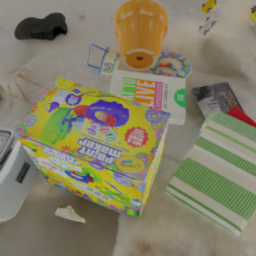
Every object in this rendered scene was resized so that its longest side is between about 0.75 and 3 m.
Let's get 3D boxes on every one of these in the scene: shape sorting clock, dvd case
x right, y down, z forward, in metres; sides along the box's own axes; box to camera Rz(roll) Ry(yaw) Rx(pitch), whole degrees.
[{"bbox_3d":[1.402,-2.097,9.404,1.475,0.289,1.475,0,58,0],"label":"shape sorting clock"},{"bbox_3d":[2.806,-0.663,8.593,1.259,0.135,1.693,-11,59,-7],"label":"dvd case"}]

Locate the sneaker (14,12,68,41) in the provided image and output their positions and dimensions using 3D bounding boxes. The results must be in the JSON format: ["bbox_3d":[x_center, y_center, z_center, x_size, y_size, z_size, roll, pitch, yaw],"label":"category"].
[{"bbox_3d":[-3.106,-3.513,10.078,1.942,0.737,0.881,-22,69,-10],"label":"sneaker"}]

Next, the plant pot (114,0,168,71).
[{"bbox_3d":[0.385,-2.859,9.080,1.804,1.804,1.652,3,68,2],"label":"plant pot"}]

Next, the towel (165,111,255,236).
[{"bbox_3d":[2.532,1.015,7.291,2.155,0.331,2.825,30,67,18],"label":"towel"}]

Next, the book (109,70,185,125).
[{"bbox_3d":[0.574,-0.917,8.582,2.295,0.551,1.533,6,59,0],"label":"book"}]

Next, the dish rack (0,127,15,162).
[{"bbox_3d":[-3.871,0.740,7.467,1.481,0.376,1.726,5,57,18],"label":"dish rack"}]

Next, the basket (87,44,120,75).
[{"bbox_3d":[-0.819,-2.224,9.135,1.017,0.897,0.707,22,55,2],"label":"basket"}]

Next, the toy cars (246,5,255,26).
[{"bbox_3d":[4.918,-3.662,10.242,1.014,0.501,2.262,9,51,-38],"label":"toy cars"}]

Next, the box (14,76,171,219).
[{"bbox_3d":[-0.654,0.567,6.395,2.645,2.548,1.614,19,60,11],"label":"box"}]

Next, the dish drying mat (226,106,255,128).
[{"bbox_3d":[3.448,0.172,7.898,0.666,0.158,1.733,-43,73,-1],"label":"dish drying mat"}]

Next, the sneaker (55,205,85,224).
[{"bbox_3d":[-1.374,2.076,6.789,0.765,0.278,0.324,16,65,10],"label":"sneaker"}]

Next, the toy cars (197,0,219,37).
[{"bbox_3d":[3.019,-4.123,10.312,0.721,0.356,1.607,6,86,44],"label":"toy cars"}]

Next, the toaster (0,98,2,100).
[{"bbox_3d":[-4.366,-1.043,8.611,0.921,0.523,0.595,-10,56,-5],"label":"toaster"}]

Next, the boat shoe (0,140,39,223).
[{"bbox_3d":[-2.784,0.983,7.127,0.991,1.046,2.993,-12,44,31],"label":"boat shoe"}]
